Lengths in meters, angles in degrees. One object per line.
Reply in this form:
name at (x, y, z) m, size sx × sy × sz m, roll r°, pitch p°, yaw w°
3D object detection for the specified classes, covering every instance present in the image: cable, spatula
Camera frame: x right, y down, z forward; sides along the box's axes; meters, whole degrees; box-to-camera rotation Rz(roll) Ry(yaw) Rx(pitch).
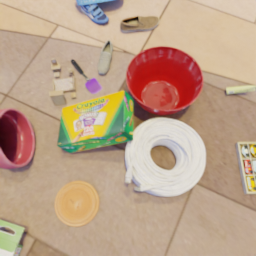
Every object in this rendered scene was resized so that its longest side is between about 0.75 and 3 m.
cable at (1.370, 1.096, 10.555) m, size 2.997 × 1.038 × 2.997 m, roll 7°, pitch 64°, yaw -4°
spatula at (-1.959, -2.340, 12.505) m, size 0.578 × 0.210 × 2.047 m, roll -37°, pitch 73°, yaw -11°

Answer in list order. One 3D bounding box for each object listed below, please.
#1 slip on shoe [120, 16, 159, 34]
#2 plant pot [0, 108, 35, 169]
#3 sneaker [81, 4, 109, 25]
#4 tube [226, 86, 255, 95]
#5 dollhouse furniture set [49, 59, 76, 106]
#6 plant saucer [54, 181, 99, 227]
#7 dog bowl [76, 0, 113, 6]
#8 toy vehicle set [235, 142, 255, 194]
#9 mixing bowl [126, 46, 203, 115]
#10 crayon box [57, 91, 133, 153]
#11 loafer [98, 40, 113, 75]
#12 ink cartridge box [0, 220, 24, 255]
slip on shoe at (0.563, -5.062, 13.407) m, size 1.976 × 0.599 × 0.751 m, roll -9°, pitch 68°, yaw -4°
plant pot at (-4.964, 0.501, 10.437) m, size 1.986 × 2.219 × 2.219 m, roll -9°, pitch 67°, yaw 13°
sneaker at (-1.673, -5.679, 13.601) m, size 1.754 × 0.721 × 0.649 m, roll 39°, pitch 71°, yaw 13°
tube at (4.836, -1.639, 11.988) m, size 1.194 × 0.346 × 0.310 m, roll -4°, pitch 110°, yaw 20°
dollhouse furniture set at (-2.830, -2.047, 12.050) m, size 0.991 × 0.846 × 1.911 m, roll -8°, pitch 68°, yaw -3°
plant saucer at (-1.908, 2.792, 10.392) m, size 1.657 × 0.267 × 1.657 m, roll 0°, pitch 67°, yaw 0°
dog bowl at (-1.394, -6.475, 13.655) m, size 2.543 × 0.630 × 1.417 m, roll -12°, pitch 28°, yaw -6°
toy vehicle set at (5.009, 1.542, 10.897) m, size 1.255 × 0.268 × 2.019 m, roll -2°, pitch 68°, yaw -1°
mixing bowl at (1.385, -1.633, 11.437) m, size 2.985 × 1.617 × 2.985 m, roll 0°, pitch 65°, yaw -1°
crayon box at (-1.217, -0.176, 10.530) m, size 2.863 × 0.834 × 1.700 m, roll -13°, pitch 59°, yaw 24°
loafer at (-1.043, -3.202, 12.655) m, size 0.589 × 0.587 × 1.683 m, roll 8°, pitch 68°, yaw 3°
ink cartridge box at (-4.401, 4.346, 9.547) m, size 1.121 × 0.640 × 2.159 m, roll 16°, pitch 69°, yaw 7°
